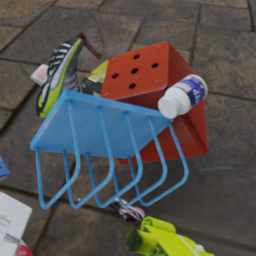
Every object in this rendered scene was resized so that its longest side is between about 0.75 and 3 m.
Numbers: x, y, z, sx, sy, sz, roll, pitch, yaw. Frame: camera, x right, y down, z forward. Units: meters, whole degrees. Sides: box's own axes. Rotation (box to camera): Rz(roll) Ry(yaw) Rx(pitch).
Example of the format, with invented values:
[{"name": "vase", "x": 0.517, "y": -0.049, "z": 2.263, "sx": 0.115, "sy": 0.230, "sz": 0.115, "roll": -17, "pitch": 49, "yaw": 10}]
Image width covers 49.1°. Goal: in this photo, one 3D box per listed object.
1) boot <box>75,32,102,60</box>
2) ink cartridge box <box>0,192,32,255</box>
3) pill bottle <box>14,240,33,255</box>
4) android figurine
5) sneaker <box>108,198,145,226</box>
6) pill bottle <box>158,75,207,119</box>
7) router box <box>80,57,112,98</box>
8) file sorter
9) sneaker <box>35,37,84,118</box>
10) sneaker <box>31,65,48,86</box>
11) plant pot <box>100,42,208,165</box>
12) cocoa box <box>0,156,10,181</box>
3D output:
[{"name": "boot", "x": -1.109, "y": -2.342, "z": 8.093, "sx": 0.258, "sy": 0.750, "sz": 0.805, "roll": -42, "pitch": 83, "yaw": 10}, {"name": "ink cartridge box", "x": -2.326, "y": 2.075, "z": 4.085, "sx": 0.809, "sy": 1.432, "sz": 1.955, "roll": 36, "pitch": 15, "yaw": -16}, {"name": "pill bottle", "x": -2.410, "y": 4.064, "z": 6.235, "sx": 1.659, "sy": 1.659, "sz": 2.955, "roll": -35, "pitch": 57, "yaw": -27}, {"name": "android figurine", "x": 1.004, "y": 2.307, "z": 4.783, "sx": 0.448, "sy": 2.183, "sz": 1.987, "roll": -60, "pitch": 32, "yaw": 4}, {"name": "sneaker", "x": -0.106, "y": 2.536, "z": 8.413, "sx": 1.190, "sy": 0.478, "sz": 0.514, "roll": 18, "pitch": 52, "yaw": 17}, {"name": "pill bottle", "x": 1.167, "y": -0.655, "z": 6.068, "sx": 0.635, "sy": 0.635, "sz": 1.060, "roll": 36, "pitch": 54, "yaw": 28}, {"name": "router box", "x": -0.264, "y": -1.831, "z": 12.112, "sx": 2.819, "sy": 0.736, "sz": 2.217, "roll": 26, "pitch": 53, "yaw": 22}, {"name": "file sorter", "x": -0.379, "y": 0.681, "z": 6.042, "sx": 2.753, "sy": 1.910, "sz": 1.689, "roll": 9, "pitch": 51, "yaw": -36}, {"name": "sneaker", "x": -1.713, "y": -1.309, "z": 7.652, "sx": 0.954, "sy": 2.358, "sz": 0.871, "roll": 19, "pitch": 8, "yaw": -42}, {"name": "sneaker", "x": -2.492, "y": -1.562, "z": 9.547, "sx": 0.544, "sy": 1.446, "sz": 0.756, "roll": -2, "pitch": 54, "yaw": 57}, {"name": "plant pot", "x": 0.610, "y": -0.781, "z": 7.977, "sx": 2.667, "sy": 2.353, "sz": 2.670, "roll": -10, "pitch": 50, "yaw": 23}, {"name": "cocoa box", "x": -4.261, "y": 1.041, "z": 6.242, "sx": 2.313, "sy": 1.518, "sz": 1.543, "roll": -31, "pitch": 84, "yaw": 4}]
